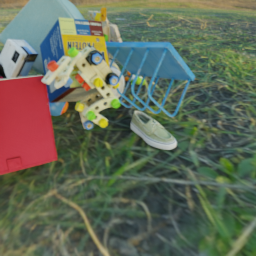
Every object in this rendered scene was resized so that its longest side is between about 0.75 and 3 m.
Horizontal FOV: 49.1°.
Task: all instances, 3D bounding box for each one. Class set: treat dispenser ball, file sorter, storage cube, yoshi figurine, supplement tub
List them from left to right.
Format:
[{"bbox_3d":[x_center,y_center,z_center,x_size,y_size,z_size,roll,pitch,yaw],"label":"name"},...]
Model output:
[{"bbox_3d":[-3.079,-0.138,6.758,2.267,2.038,1.938,-12,14,-28],"label":"storage cube"},{"bbox_3d":[-2.597,-0.872,9.957,0.893,0.893,0.893,0,29,0],"label":"treat dispenser ball"},{"bbox_3d":[-0.876,-1.971,11.472,1.320,1.320,1.825,-6,29,-10],"label":"supplement tub"},{"bbox_3d":[0.289,-2.264,12.875,0.615,0.617,1.098,-38,47,-27],"label":"yoshi figurine"},{"bbox_3d":[0.374,-1.566,9.205,2.723,1.671,1.890,15,-12,41],"label":"file sorter"}]

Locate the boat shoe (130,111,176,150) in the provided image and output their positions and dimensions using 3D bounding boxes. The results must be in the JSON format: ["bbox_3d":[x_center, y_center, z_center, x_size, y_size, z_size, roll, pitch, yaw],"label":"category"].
[{"bbox_3d":[0.696,0.051,8.532,0.687,0.592,1.908,-21,35,-33],"label":"boat shoe"}]

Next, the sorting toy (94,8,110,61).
[{"bbox_3d":[-0.970,-3.030,9.982,0.285,2.128,1.586,14,40,13],"label":"sorting toy"}]

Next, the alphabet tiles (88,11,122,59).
[{"bbox_3d":[-0.921,-3.742,11.406,0.154,2.060,2.106,-37,38,-19],"label":"alphabet tiles"}]

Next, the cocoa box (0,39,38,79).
[{"bbox_3d":[-3.548,-2.159,8.948,0.735,1.103,0.724,45,28,9],"label":"cocoa box"}]

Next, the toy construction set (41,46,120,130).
[{"bbox_3d":[-1.068,-1.041,6.971,1.605,2.448,1.127,-41,54,-1],"label":"toy construction set"}]

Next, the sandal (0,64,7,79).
[{"bbox_3d":[-3.645,-1.467,7.620,0.576,1.533,0.345,20,67,5],"label":"sandal"}]

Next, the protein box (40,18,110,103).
[{"bbox_3d":[-1.606,-1.883,8.288,1.291,1.899,1.913,-9,-3,-33],"label":"protein box"}]

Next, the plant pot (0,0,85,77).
[{"bbox_3d":[-2.493,-3.097,10.596,2.666,2.610,2.617,48,12,3],"label":"plant pot"}]
